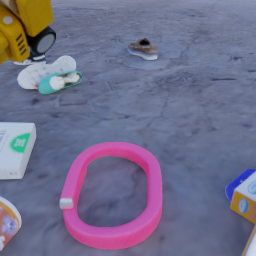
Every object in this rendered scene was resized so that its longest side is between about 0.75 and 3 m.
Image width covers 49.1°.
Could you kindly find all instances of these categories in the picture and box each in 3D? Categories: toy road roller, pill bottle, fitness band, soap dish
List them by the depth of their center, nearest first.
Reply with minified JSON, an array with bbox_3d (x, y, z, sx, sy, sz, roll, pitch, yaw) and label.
[{"bbox_3d":[2.572,1.713,4.087,1.315,0.679,1.672,21,65,37],"label":"soap dish"},{"bbox_3d":[-2.447,1.824,4.346,0.830,0.830,1.480,10,33,17],"label":"pill bottle"},{"bbox_3d":[-0.280,1.186,5.764,1.944,0.507,2.707,2,32,3],"label":"fitness band"},{"bbox_3d":[-2.905,-2.458,6.308,1.650,2.685,1.960,41,70,4],"label":"toy road roller"}]

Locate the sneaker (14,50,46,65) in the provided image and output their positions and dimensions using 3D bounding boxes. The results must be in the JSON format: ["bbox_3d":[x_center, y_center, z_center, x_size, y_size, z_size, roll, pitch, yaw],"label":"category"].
[{"bbox_3d":[-4.724,-3.478,13.343,1.498,0.838,0.547,-2,31,-4],"label":"sneaker"}]

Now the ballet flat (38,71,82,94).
[{"bbox_3d":[-2.493,-1.792,10.592,0.670,0.641,1.905,-1,22,42],"label":"ballet flat"}]

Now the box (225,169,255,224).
[{"bbox_3d":[3.329,1.495,5.169,1.690,0.589,2.839,-25,40,-35],"label":"box"}]

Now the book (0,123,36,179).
[{"bbox_3d":[-3.779,0.573,6.809,2.675,0.643,1.787,-1,33,-6],"label":"book"}]

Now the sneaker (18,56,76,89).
[{"bbox_3d":[-3.275,-2.116,11.289,2.488,0.959,1.019,-28,11,-34],"label":"sneaker"}]

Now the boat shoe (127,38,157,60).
[{"bbox_3d":[0.765,-4.236,14.623,0.843,0.845,2.334,-19,36,-29],"label":"boat shoe"}]
